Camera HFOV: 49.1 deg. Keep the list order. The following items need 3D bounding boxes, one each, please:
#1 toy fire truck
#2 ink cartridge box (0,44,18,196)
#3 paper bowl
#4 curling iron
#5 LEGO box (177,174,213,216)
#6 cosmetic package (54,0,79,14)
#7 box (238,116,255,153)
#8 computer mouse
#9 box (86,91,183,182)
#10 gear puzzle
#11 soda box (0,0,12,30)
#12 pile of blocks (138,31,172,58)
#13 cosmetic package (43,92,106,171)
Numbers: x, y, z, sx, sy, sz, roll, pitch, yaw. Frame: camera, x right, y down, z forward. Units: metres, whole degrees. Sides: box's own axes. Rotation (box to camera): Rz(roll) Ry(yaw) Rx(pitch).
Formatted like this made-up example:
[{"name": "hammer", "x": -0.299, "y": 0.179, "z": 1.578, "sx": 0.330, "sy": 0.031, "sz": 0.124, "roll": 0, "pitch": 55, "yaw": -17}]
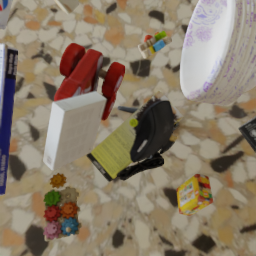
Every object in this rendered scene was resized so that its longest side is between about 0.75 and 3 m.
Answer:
[{"name": "toy fire truck", "x": -0.944, "y": -0.487, "z": 5.336, "sx": 1.113, "sy": 1.985, "sz": 1.667, "roll": 25, "pitch": 54, "yaw": 1}, {"name": "ink cartridge box", "x": -2.923, "y": -0.202, "z": 5.786, "sx": 2.986, "sy": 0.606, "sz": 2.980, "roll": 17, "pitch": 102, "yaw": 44}, {"name": "paper bowl", "x": 2.075, "y": -1.674, "z": 5.816, "sx": 1.274, "sy": 2.449, "sz": 2.449, "roll": 10, "pitch": 73, "yaw": -8}, {"name": "curling iron", "x": 0.614, "y": -0.354, "z": 8.554, "sx": 1.964, "sy": 0.251, "sz": 0.487, "roll": 19, "pitch": 75, "yaw": 5}, {"name": "LEGO box", "x": 1.448, "y": 1.487, "z": 6.196, "sx": 0.321, "sy": 0.831, "sz": 0.619, "roll": 16, "pitch": 50, "yaw": -18}, {"name": "cosmetic package", "x": -1.870, "y": -3.608, "z": 7.270, "sx": 0.422, "sy": 1.187, "sz": 0.625, "roll": -45, "pitch": 41, "yaw": 1}, {"name": "box", "x": 3.908, "y": -0.017, "z": 6.184, "sx": 2.313, "sy": 1.327, "sz": 1.528, "roll": -36, "pitch": 72, "yaw": 18}, {"name": "computer mouse", "x": 0.619, "y": 0.294, "z": 5.347, "sx": 1.363, "sy": 1.941, "sz": 0.447, "roll": -16, "pitch": 51, "yaw": -40}, {"name": "box", "x": 0.141, "y": 0.184, "z": 5.951, "sx": 2.054, "sy": 0.515, "sz": 0.773, "roll": -43, "pitch": 84, "yaw": 2}, {"name": "gear puzzle", "x": -1.263, "y": 1.397, "z": 5.262, "sx": 0.674, "sy": 0.170, "sz": 1.302, "roll": -11, "pitch": 53, "yaw": -4}, {"name": "soda box", "x": -2.580, "y": -2.865, "z": 5.387, "sx": 0.595, "sy": 1.868, "sz": 0.636, "roll": -12, "pitch": 61, "yaw": -44}, {"name": "pile of blocks", "x": 0.703, "y": -2.218, "z": 7.093, "sx": 0.445, "sy": 0.587, "sz": 1.431, "roll": 61, "pitch": 37, "yaw": -17}, {"name": "cosmetic package", "x": -0.809, "y": 0.040, "z": 4.219, "sx": 0.280, "sy": 1.084, "sz": 0.817, "roll": 38, "pitch": 36, "yaw": 26}]
